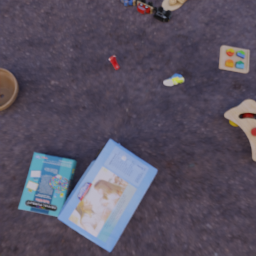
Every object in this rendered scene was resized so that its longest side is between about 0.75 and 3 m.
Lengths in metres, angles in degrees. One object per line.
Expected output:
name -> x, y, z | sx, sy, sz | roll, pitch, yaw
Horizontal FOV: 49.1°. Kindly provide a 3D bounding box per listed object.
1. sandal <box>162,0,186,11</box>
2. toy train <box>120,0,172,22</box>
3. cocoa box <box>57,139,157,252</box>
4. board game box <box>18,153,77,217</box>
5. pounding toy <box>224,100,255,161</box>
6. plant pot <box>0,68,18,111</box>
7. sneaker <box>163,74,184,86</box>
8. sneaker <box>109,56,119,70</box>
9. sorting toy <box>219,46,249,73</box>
sandal -> 2.397, -5.941, 12.404 | 2.053, 0.675, 0.753 | -28, 76, -8
toy train -> 0.700, -5.340, 12.385 | 2.592, 0.442, 0.594 | 28, 88, 7
cocoa box -> -0.714, 2.136, 9.223 | 1.925, 1.894, 2.887 | 34, 73, -3
board game box -> -2.898, 2.061, 10.210 | 1.551, 0.482, 2.054 | 11, 75, 4
pounding toy -> 5.042, 0.285, 10.603 | 2.939, 1.686, 1.680 | 42, 106, 20
plant pot -> -5.128, -1.384, 11.030 | 1.771, 0.818, 1.771 | 0, 74, -1
sneaker -> 1.856, -1.982, 11.515 | 0.837, 0.317, 0.440 | -6, 48, 5
sneaker -> -0.521, -2.643, 11.412 | 0.312, 0.798, 0.461 | -34, 87, 8
sorting toy -> 4.478, -2.906, 11.775 | 1.206, 0.220, 1.116 | 9, 74, 3
